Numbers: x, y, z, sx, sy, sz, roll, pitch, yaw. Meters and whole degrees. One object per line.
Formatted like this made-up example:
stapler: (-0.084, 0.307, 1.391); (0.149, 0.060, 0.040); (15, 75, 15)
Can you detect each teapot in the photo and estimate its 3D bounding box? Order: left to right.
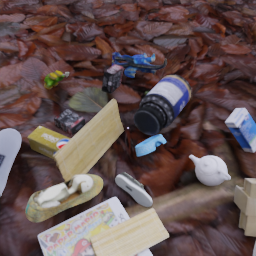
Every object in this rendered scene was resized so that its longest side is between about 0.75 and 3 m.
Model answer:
teapot: (2.105, 1.047, 7.186); (0.861, 0.629, 0.850); (-18, 52, 19)

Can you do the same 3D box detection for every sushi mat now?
sushi mat: (-0.951, 0.379, 7.586); (0.157, 1.242, 2.597); (16, 45, 29)
sushi mat: (0.024, 2.395, 6.122); (1.640, 0.099, 0.785); (-19, 49, -20)

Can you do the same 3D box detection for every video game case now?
video game case: (-0.710, 2.647, 6.075); (2.006, 0.230, 1.825); (-22, 50, -20)

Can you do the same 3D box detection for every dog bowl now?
dog bowl: (0.618, 0.467, 7.842); (0.594, 0.264, 1.066); (-19, 6, 45)

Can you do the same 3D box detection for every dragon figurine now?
dragon figurine: (0.282, -2.282, 10.161); (1.321, 0.782, 2.657); (-12, 26, -22)

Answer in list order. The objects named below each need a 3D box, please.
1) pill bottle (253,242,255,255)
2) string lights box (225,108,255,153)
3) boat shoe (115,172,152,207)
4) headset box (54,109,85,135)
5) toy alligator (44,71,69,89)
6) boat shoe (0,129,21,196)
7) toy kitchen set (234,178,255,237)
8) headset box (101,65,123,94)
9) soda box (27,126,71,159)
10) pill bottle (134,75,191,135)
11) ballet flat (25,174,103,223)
pill bottle: (3.505, 2.720, 5.460); (1.831, 1.003, 1.003); (16, 48, 15)
string lights box: (3.296, 0.064, 7.889); (0.602, 1.172, 0.345); (-46, 20, -17)
boat shoe: (0.203, 1.507, 7.034); (1.117, 0.395, 0.355); (38, 40, 17)
headset box: (-1.795, -0.179, 8.776); (0.822, 0.317, 0.612); (29, 52, 24)
toy alligator: (-2.617, -1.820, 10.055); (0.391, 0.540, 1.628); (35, 26, -3)
boat shoe: (-3.307, 1.090, 6.863); (0.832, 0.739, 2.260); (34, 70, -20)
toy kitchen set: (3.126, 1.780, 6.489); (1.056, 1.171, 0.955); (5, 4, 5)
headset box: (-0.511, -1.695, 9.585); (0.368, 0.710, 0.954); (20, 34, 11)
soda box: (-1.999, 0.540, 7.927); (1.636, 0.524, 0.554); (20, 48, 19)
pill bottle: (1.059, -0.716, 8.683); (1.140, 1.140, 2.038); (24, 49, 22)
ballet flat: (-1.374, 1.474, 6.512); (2.055, 0.726, 0.726); (-21, 48, -38)
